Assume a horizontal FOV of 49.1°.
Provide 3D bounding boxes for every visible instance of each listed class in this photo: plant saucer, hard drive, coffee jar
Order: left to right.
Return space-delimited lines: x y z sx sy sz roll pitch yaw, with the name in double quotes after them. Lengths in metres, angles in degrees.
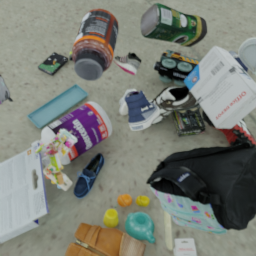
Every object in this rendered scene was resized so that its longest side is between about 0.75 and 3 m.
-3.355 -2.868 12.559 0.819 0.222 1.173 25 58 17 "hard drive"
-2.763 -0.867 11.157 2.448 0.232 0.856 -39 64 -23 "plant saucer"
1.508 -3.257 9.049 2.082 1.086 0.888 3 79 -31 "coffee jar"

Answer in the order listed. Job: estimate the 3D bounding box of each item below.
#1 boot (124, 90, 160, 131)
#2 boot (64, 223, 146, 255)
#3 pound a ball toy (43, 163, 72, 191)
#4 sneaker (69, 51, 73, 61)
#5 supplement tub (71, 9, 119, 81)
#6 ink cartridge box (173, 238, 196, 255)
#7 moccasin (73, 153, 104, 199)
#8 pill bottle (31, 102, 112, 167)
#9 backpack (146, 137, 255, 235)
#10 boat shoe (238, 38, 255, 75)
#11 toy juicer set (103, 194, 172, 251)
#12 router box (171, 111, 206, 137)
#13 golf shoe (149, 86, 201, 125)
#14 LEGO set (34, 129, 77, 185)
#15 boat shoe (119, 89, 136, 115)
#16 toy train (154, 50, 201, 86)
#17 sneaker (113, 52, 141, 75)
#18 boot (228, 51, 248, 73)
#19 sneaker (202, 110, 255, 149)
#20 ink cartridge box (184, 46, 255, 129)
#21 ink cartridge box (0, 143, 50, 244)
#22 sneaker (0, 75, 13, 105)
0.408 -0.655 7.776 0.732 0.909 2.013 -10 15 14 "boot"
-0.863 3.883 7.332 2.048 1.012 2.638 15 59 13 "boot"
-1.936 1.348 7.551 0.384 0.903 0.589 -48 28 -12 "pound a ball toy"
-2.162 -3.182 12.719 1.125 0.416 0.455 3 61 11 "sneaker"
-0.967 -2.414 8.201 1.193 1.193 2.230 5 52 3 "supplement tub"
1.615 3.680 7.866 0.587 0.346 1.019 -1 55 -1 "ink cartridge box"
-1.347 1.504 9.268 0.661 0.561 1.644 17 57 12 "moccasin"
-1.902 0.274 9.588 2.557 1.438 1.438 -35 62 -22 "pill bottle"
1.648 1.371 6.396 2.103 2.520 1.595 -35 105 -36 "backpack"
3.570 -1.263 6.412 2.302 0.848 0.738 41 28 7 "boat shoe"
0.458 2.753 8.464 2.175 0.592 1.383 19 39 17 "toy juicer set"
2.245 -0.336 10.654 0.994 0.412 1.326 -7 54 -5 "router box"
1.265 -0.947 10.308 2.737 1.293 1.064 -18 53 11 "golf shoe"
-1.638 0.661 6.031 0.706 1.535 0.571 35 37 16 "LEGO set"
-0.100 -1.055 11.154 0.471 0.495 1.375 9 57 25 "boat shoe"
2.402 -2.474 11.835 2.550 1.087 1.453 18 47 12 "toy train"
0.005 -1.910 8.038 0.542 0.457 1.239 -52 34 3 "sneaker"
4.877 -3.021 12.342 0.602 0.748 1.656 -10 55 -7 "boot"
3.894 -0.012 10.121 1.218 0.881 2.493 -28 67 -33 "sneaker"
2.703 -1.132 8.041 0.825 1.407 1.922 2 50 -41 "ink cartridge box"
-3.389 1.982 8.451 2.429 0.493 2.424 -27 56 11 "ink cartridge box"
-3.892 -0.708 8.247 0.731 1.315 1.881 3 93 16 "sneaker"
